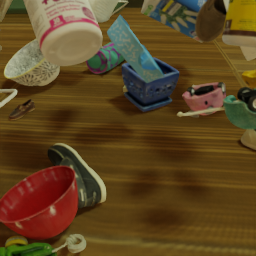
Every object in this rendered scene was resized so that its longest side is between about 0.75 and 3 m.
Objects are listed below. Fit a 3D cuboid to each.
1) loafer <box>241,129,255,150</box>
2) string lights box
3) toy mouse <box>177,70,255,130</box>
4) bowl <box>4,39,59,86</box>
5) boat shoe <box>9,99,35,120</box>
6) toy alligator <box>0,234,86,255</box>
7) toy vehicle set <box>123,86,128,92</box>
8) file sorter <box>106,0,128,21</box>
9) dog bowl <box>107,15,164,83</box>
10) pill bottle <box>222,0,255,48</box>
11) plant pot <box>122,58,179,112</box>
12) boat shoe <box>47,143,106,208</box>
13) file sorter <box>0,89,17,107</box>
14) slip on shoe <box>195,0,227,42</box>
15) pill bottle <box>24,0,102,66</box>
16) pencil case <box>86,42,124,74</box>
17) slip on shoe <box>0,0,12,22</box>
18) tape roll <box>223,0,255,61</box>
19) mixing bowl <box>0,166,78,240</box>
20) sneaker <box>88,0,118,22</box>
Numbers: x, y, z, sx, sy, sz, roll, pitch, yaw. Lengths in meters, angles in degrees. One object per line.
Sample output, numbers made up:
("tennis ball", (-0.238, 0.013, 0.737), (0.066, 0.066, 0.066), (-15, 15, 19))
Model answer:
("loafer", (3.681, 0.389, 6.986), (1.639, 0.560, 0.620), (21, 38, 29))
("string lights box", (2.065, -4.375, 10.421), (2.785, 0.821, 1.431), (20, -15, -16))
("toy mouse", (1.662, -0.406, 4.356), (2.383, 0.519, 2.682), (-27, 19, -31))
("bowl", (-3.278, -2.295, 10.374), (2.315, 1.087, 2.315), (-18, 45, 19))
("boat shoe", (-3.330, -0.588, 8.734), (0.341, 0.340, 0.968), (16, 37, 21))
("toy alligator", (-1.707, 2.115, 4.395), (2.089, 0.502, 0.693), (-2, 32, -14))
("toy vehicle set", (0.413, -1.625, 10.506), (0.795, 0.170, 1.280), (11, 34, 17))
("file sorter", (-1.062, -4.654, 9.205), (1.173, 1.883, 1.307), (-24, 9, 32))
("dog bowl", (0.176, -1.709, 6.389), (0.455, 1.834, 1.022), (-34, 50, 14))
("pill bottle", (2.533, -2.606, 5.233), (1.151, 2.107, 1.151), (6, 17, -2))
("plant pot", (0.671, -1.373, 9.062), (1.383, 1.243, 1.383), (-19, 41, -27))
("boat shoe", (-1.280, 0.948, 5.964), (0.673, 0.715, 1.992), (-19, 39, -34))
("file sorter", (-2.953, -0.944, 4.268), (1.263, 2.028, 1.407), (7, 46, 43))
("slip on shoe", (2.928, -3.783, 8.941), (1.041, 2.739, 0.830), (23, 54, -4))
("pill bottle", (-1.289, -2.240, 5.133), (1.105, 1.105, 1.950), (-16, 75, -24))
("pencil case", (-0.769, -3.211, 12.107), (1.025, 1.113, 2.408), (17, 36, 20))
("slip on shoe", (-2.815, -1.974, 5.323), (0.726, 1.909, 0.578), (23, -2, 7))
("tape roll", (3.325, -2.896, 7.770), (0.680, 1.945, 1.945), (-20, 22, 30))
("mixing bowl", (-1.475, 1.420, 4.989), (1.459, 0.790, 1.459), (-17, 22, 7))
("sneaker", (-0.750, -2.940, 6.303), (0.825, 0.744, 2.013), (11, 38, 7))
